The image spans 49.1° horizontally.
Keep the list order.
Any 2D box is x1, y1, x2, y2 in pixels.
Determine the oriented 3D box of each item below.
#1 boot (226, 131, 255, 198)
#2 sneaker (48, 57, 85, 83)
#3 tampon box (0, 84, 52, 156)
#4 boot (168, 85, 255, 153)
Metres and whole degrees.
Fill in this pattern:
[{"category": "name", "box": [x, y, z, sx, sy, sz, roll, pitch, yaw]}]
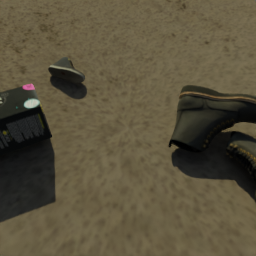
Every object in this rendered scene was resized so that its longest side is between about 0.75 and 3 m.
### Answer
[{"category": "boot", "box": [2.703, 0.855, 6.231, 1.457, 0.816, 2.107, 27, 31, 24]}, {"category": "sneaker", "box": [-1.825, -1.897, 8.895, 1.303, 0.487, 0.692, 20, 55, 18]}, {"category": "tampon box", "box": [-2.929, -0.204, 6.972, 1.627, 1.027, 1.219, -21, 42, -16]}, {"category": "boot", "box": [2.328, 0.015, 6.969, 2.439, 0.945, 1.687, 12, 69, 21]}]
